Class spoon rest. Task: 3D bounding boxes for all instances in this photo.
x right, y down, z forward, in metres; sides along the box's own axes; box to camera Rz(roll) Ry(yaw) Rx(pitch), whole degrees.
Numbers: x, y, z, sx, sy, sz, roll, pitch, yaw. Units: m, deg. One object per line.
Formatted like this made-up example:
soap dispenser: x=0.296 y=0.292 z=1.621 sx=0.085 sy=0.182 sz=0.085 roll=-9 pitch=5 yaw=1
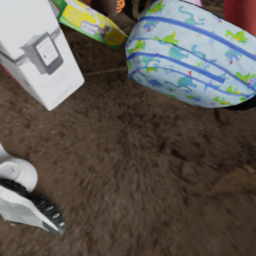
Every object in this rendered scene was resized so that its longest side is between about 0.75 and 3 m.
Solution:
spoon rest: x=-3.185 y=0.867 z=7.136 sx=1.171 sy=0.714 sz=2.357 roll=-27 pitch=63 yaw=-24

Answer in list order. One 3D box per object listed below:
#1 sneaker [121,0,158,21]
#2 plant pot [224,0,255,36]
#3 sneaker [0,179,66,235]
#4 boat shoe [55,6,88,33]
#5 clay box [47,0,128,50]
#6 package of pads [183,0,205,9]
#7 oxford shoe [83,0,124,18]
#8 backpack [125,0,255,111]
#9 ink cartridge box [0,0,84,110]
sneaker: x=0.691 y=-4.136 z=9.657 sx=2.316 sy=1.025 sz=0.858 roll=30 pitch=51 yaw=3
plant pot: x=3.349 y=-2.427 z=6.762 sx=2.214 sy=2.214 sz=1.959 roll=10 pitch=69 yaw=11
sneaker: x=-2.206 y=1.824 z=6.100 sx=1.907 sy=0.705 sz=0.756 roll=26 pitch=91 yaw=11
boat shoe: x=-1.584 y=-3.507 z=9.168 sx=0.731 sy=0.773 sz=2.150 roll=13 pitch=37 yaw=13
clay box: x=-0.888 y=-2.519 z=6.695 sx=1.931 sy=0.459 sz=1.109 roll=15 pitch=30 yaw=-44
package of pads: x=1.393 y=-4.013 z=8.014 sx=0.974 sy=2.575 sz=1.551 roll=-21 pitch=12 yaw=28
oxford shoe: x=-0.326 y=-3.452 z=7.047 sx=0.918 sy=0.936 sz=2.580 roll=-46 pitch=22 yaw=-10
backpack: x=1.298 y=-1.343 z=5.520 sx=2.084 sy=2.710 sz=2.211 roll=-52 pitch=13 yaw=-2
ink cartridge box: x=-2.220 y=-1.892 z=5.557 sx=1.942 sy=2.674 sz=1.115 roll=38 pitch=72 yaw=27
